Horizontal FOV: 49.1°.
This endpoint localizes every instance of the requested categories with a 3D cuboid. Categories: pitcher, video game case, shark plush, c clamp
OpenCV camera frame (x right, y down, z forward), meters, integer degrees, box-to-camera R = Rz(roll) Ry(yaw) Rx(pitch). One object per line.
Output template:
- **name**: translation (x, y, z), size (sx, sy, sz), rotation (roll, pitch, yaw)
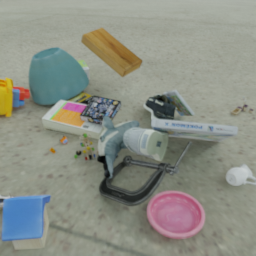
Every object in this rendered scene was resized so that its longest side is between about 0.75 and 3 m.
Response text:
- **pitcher**: translation (3.487, 1.523, 8.574), size (0.886, 0.537, 0.760), rotation (-12, 43, -37)
- **video game case**: translation (2.077, 0.129, 9.414), size (2.473, 0.298, 2.713), rotation (6, -6, 9)
- **shark plush**: translation (-0.368, 0.449, 8.880), size (1.157, 1.262, 2.778), rotation (0, 19, 10)
- **video game case**: translation (2.042, -0.983, 11.404), size (0.138, 1.252, 1.139), rotation (-43, 12, -10)
- **c clamp**: translation (0.342, 1.281, 7.970), size (2.594, 0.351, 2.216), rotation (-4, 40, 49)

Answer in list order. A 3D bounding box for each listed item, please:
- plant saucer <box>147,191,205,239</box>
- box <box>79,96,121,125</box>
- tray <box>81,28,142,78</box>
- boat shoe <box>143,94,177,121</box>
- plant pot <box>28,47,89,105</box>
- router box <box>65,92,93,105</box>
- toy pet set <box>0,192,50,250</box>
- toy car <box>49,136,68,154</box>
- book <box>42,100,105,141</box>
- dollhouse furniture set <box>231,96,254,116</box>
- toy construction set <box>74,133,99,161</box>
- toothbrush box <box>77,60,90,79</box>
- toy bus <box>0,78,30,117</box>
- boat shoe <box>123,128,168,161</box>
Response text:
- **plant saucer**: translation (1.241, 2.324, 7.403), size (1.499, 0.380, 1.499), rotation (0, 34, 0)
- **box**: translation (-1.054, -0.680, 10.860), size (1.224, 0.306, 1.233), rotation (13, 50, 18)
- **tray**: translation (-0.769, -3.619, 13.219), size (2.735, 0.506, 1.349), rotation (43, 50, 12)
- **boat shoe**: translation (1.347, -0.898, 11.356), size (1.119, 0.893, 2.960), rotation (14, 17, -14)
- **plant pot**: translation (-3.463, -2.608, 13.074), size (2.823, 1.901, 2.823), rotation (-12, 33, 8)
- **router box**: translation (-2.299, -1.165, 12.708), size (0.980, 0.326, 1.247), rotation (26, 48, 33)
- **toy pet set**: translation (-3.118, 2.311, 6.537), size (2.359, 1.342, 2.526), rotation (-3, 33, -4)
- **toy car**: translation (-2.521, 0.648, 10.238), size (0.291, 0.429, 0.875), rotation (45, 59, -9)
- **book**: translation (-1.973, -0.397, 11.248), size (2.373, 0.570, 1.585), rotation (12, 42, 13)
- **dollhouse furniture set**: translation (4.974, -0.916, 12.154), size (0.733, 0.657, 0.926), rotation (27, 42, 35)
- **toy construction set**: translation (-1.278, 0.607, 9.585), size (1.011, 0.777, 0.843), rotation (7, 47, -1)
- **toothbrush box**: translation (-2.859, -3.225, 15.729), size (1.095, 0.647, 1.504), rotation (-11, 33, -17)
- **toy bus**: translation (-5.759, -1.579, 12.389), size (2.551, 1.803, 2.657), rotation (-2, 28, -27)
- **boat shoe**: translation (0.594, 0.435, 8.759), size (0.964, 0.945, 2.708), rotation (16, -4, 21)
